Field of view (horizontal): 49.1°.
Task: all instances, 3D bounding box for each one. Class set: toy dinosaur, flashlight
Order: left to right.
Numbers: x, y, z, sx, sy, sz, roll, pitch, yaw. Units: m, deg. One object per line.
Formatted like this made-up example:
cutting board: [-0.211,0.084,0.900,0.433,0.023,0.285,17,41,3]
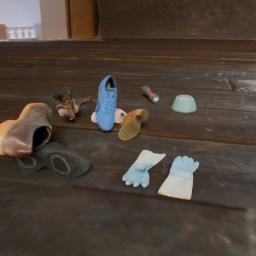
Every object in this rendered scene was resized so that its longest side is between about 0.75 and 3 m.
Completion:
toy dinosaur: [-1.959,-0.720,9.059,0.752,1.000,1.473,-27,0,-6]
flashlight: [0.941,-1.401,11.480,0.344,0.343,1.013,-32,40,1]

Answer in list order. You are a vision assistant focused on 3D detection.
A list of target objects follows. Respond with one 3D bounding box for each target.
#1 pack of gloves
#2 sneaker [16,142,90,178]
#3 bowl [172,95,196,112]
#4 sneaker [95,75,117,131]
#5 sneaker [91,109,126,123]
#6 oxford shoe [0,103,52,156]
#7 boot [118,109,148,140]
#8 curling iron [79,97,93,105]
pack of gloves: [0.748,0.824,6.077,1.443,0.339,1.717,5,21,19]
sneaker: [-1.620,0.613,6.320,1.738,0.660,0.789,8,25,16]
bowl: [2.111,-0.945,10.469,0.909,0.476,0.909,1,21,0]
sneaker: [-0.621,-0.768,8.331,0.562,1.706,0.669,8,-22,-17]
sneaker: [-0.579,-0.371,9.078,1.141,0.430,0.597,-13,23,-31]
oxford shoe: [-2.132,0.048,6.480,0.857,0.838,2.350,12,24,2]
boot: [-0.023,-0.103,8.278,1.222,0.469,0.949,-54,23,-21]
curling iron: [-1.676,-1.043,11.020,0.761,0.189,0.097,-29,-5,-33]
